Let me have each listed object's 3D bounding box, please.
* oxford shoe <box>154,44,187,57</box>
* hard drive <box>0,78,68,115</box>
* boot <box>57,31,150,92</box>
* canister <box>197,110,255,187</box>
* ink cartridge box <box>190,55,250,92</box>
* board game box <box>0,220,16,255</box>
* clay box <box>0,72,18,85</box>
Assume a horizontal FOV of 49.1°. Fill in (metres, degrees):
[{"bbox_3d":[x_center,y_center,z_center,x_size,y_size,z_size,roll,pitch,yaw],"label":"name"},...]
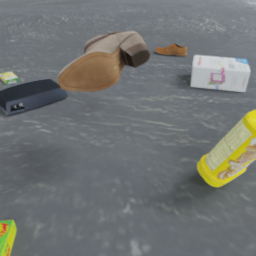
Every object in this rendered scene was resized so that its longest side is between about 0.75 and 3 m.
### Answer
[{"bbox_3d":[2.288,-4.229,15.006,1.775,0.632,0.633,9,34,17],"label":"oxford shoe"},{"bbox_3d":[-3.540,-1.219,10.208,2.283,0.483,1.540,-23,38,-33],"label":"hard drive"},{"bbox_3d":[-0.607,-1.480,5.858,2.126,0.747,1.554,-20,36,-18],"label":"boot"},{"bbox_3d":[2.348,0.398,5.769,1.250,1.683,0.728,-16,59,-36],"label":"canister"},{"bbox_3d":[3.707,-2.268,11.504,2.163,0.915,1.563,9,33,12],"label":"ink cartridge box"},{"bbox_3d":[-2.419,2.218,4.780,0.667,0.313,1.313,-3,32,-6],"label":"board game box"},{"bbox_3d":[-5.114,-2.142,11.973,0.522,0.216,0.908,-22,38,-31],"label":"clay box"}]
